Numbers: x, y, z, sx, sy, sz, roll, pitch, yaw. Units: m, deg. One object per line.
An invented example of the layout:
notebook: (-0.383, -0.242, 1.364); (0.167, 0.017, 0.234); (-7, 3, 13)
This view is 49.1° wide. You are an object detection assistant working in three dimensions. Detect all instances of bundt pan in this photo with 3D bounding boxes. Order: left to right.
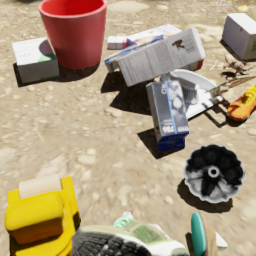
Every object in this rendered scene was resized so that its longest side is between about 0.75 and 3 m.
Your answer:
bundt pan: (1.966, 1.051, 6.500); (1.346, 0.505, 1.346); (-3, 76, 13)

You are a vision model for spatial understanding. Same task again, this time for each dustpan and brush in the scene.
dustpan and brush: (1.557, -1.593, 9.470); (2.004, 0.822, 2.872); (-26, 44, -28)

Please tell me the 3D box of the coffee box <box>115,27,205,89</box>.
coffee box: (1.027, -2.140, 8.667); (2.439, 0.974, 1.379); (-18, 10, 24)

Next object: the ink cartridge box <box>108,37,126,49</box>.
ink cartridge box: (-0.466, -3.709, 12.194); (0.804, 0.333, 0.589); (1, 42, 1)

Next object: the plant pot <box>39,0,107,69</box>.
plant pot: (-1.988, -3.648, 10.747); (2.468, 2.184, 2.468); (0, 43, 0)

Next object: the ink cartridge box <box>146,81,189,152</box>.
ink cartridge box: (1.099, -0.324, 7.479); (0.911, 0.359, 1.832); (-9, 85, -26)

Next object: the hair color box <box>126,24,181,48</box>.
hair color box: (1.207, -3.557, 11.730); (2.337, 0.757, 1.277); (-27, 49, -25)

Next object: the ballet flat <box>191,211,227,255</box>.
ballet flat: (1.563, 2.397, 5.162); (0.616, 0.577, 1.702); (8, 48, -8)

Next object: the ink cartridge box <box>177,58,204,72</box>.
ink cartridge box: (2.001, -2.631, 10.778); (1.487, 0.637, 1.097); (-23, 48, -27)

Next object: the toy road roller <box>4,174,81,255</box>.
toy road roller: (-1.648, 1.619, 5.368); (1.351, 1.605, 2.199); (-12, 44, -13)

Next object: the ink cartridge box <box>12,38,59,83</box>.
ink cartridge box: (-3.519, -2.607, 10.619); (1.366, 0.822, 1.880); (-16, 46, -18)

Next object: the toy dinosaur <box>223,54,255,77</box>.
toy dinosaur: (4.023, -2.346, 10.418); (1.199, 0.515, 0.813); (37, 49, 7)

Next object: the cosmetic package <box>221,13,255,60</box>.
cosmetic package: (4.842, -3.902, 11.808); (0.840, 1.169, 2.071); (-8, 41, -9)

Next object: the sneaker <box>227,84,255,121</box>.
sneaker: (3.703, -0.878, 8.780); (0.700, 0.740, 1.918); (31, 52, 27)

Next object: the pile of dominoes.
pile of dominoes: (3.144, -1.238, 8.517); (1.145, 1.469, 0.234); (-12, 84, -29)

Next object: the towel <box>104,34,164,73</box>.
towel: (0.208, -2.562, 9.912); (2.181, 1.602, 0.260); (-23, 89, 0)

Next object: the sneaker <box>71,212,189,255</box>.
sneaker: (-0.036, 1.931, 4.783); (0.967, 2.514, 1.114); (-50, 42, 8)
